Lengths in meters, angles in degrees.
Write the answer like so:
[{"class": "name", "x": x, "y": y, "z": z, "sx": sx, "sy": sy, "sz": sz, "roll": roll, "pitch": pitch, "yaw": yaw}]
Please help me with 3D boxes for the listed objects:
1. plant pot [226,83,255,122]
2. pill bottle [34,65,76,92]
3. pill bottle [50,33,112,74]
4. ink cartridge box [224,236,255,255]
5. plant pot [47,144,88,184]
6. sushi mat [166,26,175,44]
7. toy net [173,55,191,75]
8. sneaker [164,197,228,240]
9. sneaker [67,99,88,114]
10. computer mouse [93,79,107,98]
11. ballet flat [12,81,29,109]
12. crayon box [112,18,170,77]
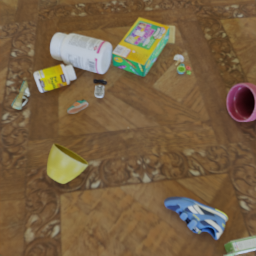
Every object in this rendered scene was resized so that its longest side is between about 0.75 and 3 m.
[{"class": "plant pot", "x": 5.230, "y": -1.101, "z": 11.728, "sx": 1.441, "sy": 1.610, "sz": 1.610, "roll": -7, "pitch": 58, "yaw": -22}, {"class": "pill bottle", "x": -3.302, "y": -2.292, "z": 12.707, "sx": 1.720, "sy": 0.940, "sz": 0.940, "roll": -20, "pitch": 61, "yaw": -12}, {"class": "pill bottle", "x": -2.203, "y": -3.564, "z": 13.176, "sx": 2.602, "sy": 1.475, "sz": 1.475, "roll": 17, "pitch": 60, "yaw": 11}, {"class": "ink cartridge box", "x": 3.571, "y": 3.880, "z": 9.114, "sx": 1.300, "sy": 0.675, "sz": 0.386, "roll": -10, "pitch": 59, "yaw": -6}, {"class": "plant pot", "x": -2.377, "y": 1.409, "z": 10.330, "sx": 1.479, "sy": 1.479, "sz": 1.050, "roll": 31, "pitch": 88, "yaw": 18}, {"class": "sushi mat", "x": 2.132, "y": -4.941, "z": 14.822, "sx": 0.667, "sy": 0.084, "sz": 1.393, "roll": 4, "pitch": 58, "yaw": 4}, {"class": "toy net", "x": 2.629, "y": -3.146, "z": 13.627, "sx": 0.716, "sy": 0.264, "sz": 1.365, "roll": -5, "pitch": 59, "yaw": -3}, {"class": "sneaker", "x": 2.241, "y": 3.031, "z": 9.566, "sx": 2.207, "sy": 0.816, "sz": 0.908, "roll": 19, "pitch": 63, "yaw": 12}, {"class": "sneaker", "x": -2.262, "y": -0.950, "z": 12.273, "sx": 0.969, "sy": 0.346, "sz": 0.387, "roll": -26, "pitch": 57, "yaw": -20}, {"class": "computer mouse", "x": -1.318, "y": -1.760, "z": 12.805, "sx": 0.650, "sy": 0.260, "sz": 1.186, "roll": 4, "pitch": 53, "yaw": -3}, {"class": "ballet flat", "x": -4.692, "y": -1.432, "z": 12.509, "sx": 0.518, "sy": 0.518, "sz": 1.466, "roll": 9, "pitch": 58, "yaw": 5}, {"class": "crayon box", "x": 0.670, "y": -4.025, "z": 13.765, "sx": 1.735, "sy": 0.851, "sz": 2.922, "roll": 24, "pitch": 63, "yaw": 16}]
